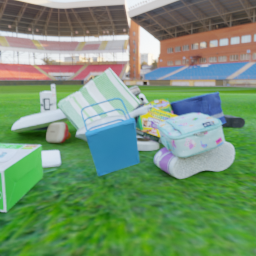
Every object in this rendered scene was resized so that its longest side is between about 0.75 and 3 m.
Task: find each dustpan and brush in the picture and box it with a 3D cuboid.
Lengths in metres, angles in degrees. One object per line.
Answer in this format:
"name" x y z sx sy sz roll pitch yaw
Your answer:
"dustpan and brush" -0.285 -0.123 8.894 2.377 0.680 1.659 -14 -20 21

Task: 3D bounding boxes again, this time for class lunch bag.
"lunch bag" 1.550 0.134 7.309 1.430 0.687 1.783 -13 13 -6
"lunch bag" 3.173 -0.539 12.437 1.745 1.699 2.568 -11 2 39

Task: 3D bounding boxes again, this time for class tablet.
"tablet" -3.222 0.957 8.308 2.329 0.159 1.515 -3 11 -15

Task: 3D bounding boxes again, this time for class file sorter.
"file sorter" -0.426 0.200 6.480 1.043 1.503 0.922 -17 48 -9

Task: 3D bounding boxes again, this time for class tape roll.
"tape roll" 0.456 0.546 10.100 1.363 0.249 1.363 3 9 -1

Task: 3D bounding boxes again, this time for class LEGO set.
"LEGO set" 1.434 -1.184 16.879 2.664 0.992 1.226 8 12 -8

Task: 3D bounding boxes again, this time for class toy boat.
"toy boat" -2.581 0.236 10.727 1.207 0.788 0.789 -2 -16 44

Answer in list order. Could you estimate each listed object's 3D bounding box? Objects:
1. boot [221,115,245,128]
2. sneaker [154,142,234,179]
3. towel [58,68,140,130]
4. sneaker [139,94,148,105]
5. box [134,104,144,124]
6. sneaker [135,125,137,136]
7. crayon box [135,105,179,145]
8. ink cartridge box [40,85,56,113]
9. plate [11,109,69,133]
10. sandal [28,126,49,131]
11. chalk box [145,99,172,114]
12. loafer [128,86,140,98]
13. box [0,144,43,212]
"boot" 4.995 -0.383 14.717 2.069 0.722 1.362 13 9 11
"sneaker" 1.778 0.731 7.770 2.254 0.817 1.285 -5 8 -26
"towel" -0.999 -0.856 10.372 2.617 1.996 0.306 -42 1 -27
"sneaker" 0.755 -1.140 13.023 0.329 0.878 0.437 -32 15 17
"box" 0.548 -0.647 13.000 0.477 0.757 0.770 -8 -8 -8
"sneaker" -0.345 0.255 11.081 2.235 0.787 0.844 3 -9 -22
"crayon box" 1.014 -0.097 9.997 1.355 0.395 1.169 19 56 6
"ink cartridge box" -4.751 -1.522 16.689 0.711 2.095 1.215 -1 10 -5
"plate" -3.377 -0.377 11.918 2.899 0.469 2.893 -14 1 -17
"sandal" -4.364 -0.078 13.602 1.550 0.332 0.589 -3 10 -16
"chalk box" 1.346 -0.400 11.981 1.090 1.098 1.759 -12 24 9
"loafer" -0.512 -0.968 13.969 2.919 0.918 1.049 -33 -15 -9
"box" -2.974 0.987 6.045 1.636 0.896 1.854 3 11 5
